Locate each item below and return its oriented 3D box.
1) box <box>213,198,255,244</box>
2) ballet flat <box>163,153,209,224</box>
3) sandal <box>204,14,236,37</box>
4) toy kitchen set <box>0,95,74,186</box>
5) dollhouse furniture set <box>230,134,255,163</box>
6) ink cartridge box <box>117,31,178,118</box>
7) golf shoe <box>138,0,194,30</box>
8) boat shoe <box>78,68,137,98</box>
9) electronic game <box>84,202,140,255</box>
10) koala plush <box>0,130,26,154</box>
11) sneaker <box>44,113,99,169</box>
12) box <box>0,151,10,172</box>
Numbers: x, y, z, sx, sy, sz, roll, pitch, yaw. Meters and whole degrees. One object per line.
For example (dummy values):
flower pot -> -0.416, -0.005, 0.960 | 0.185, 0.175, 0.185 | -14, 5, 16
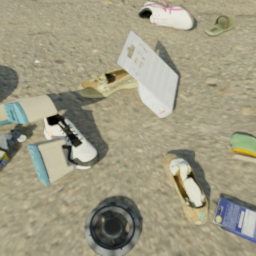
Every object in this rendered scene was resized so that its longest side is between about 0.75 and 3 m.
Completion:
box -> 2.771, 2.290, 6.893 | 1.234, 0.200, 0.748 | 21, 51, 16
ballet flat -> 1.537, 1.382, 7.362 | 0.782, 0.724, 2.217 | -14, 49, -11
sandal -> 4.401, -4.879, 13.101 | 0.818, 0.588, 2.059 | 36, 57, 28
toy kitchen set -> -3.102, 0.370, 8.098 | 1.648, 2.241, 2.798 | -22, 15, -31
dollhouse furniture set -> 4.025, 0.525, 8.008 | 2.018, 0.779, 1.009 | 14, 43, 11
ink cartridge box -> 0.604, -1.769, 9.361 | 2.440, 0.612, 1.979 | 37, 46, -22
golf shoe -> 1.756, -5.123, 13.129 | 1.347, 1.062, 2.925 | -40, 51, -15
boat shoe -> -0.611, -1.775, 10.162 | 2.529, 0.793, 0.927 | -18, 50, -16
electronic game -> -0.380, 2.413, 6.727 | 1.338, 0.278, 1.338 | 2, 49, -3
koala plush -> -3.572, 0.339, 8.469 | 0.690, 0.716, 0.779 | 13, 27, 27
sneaker -> -1.758, 0.330, 8.202 | 2.306, 0.922, 0.850 | 34, 55, 25
box -> -4.176, 0.803, 8.086 | 1.338, 0.430, 0.469 | 15, 50, 14
